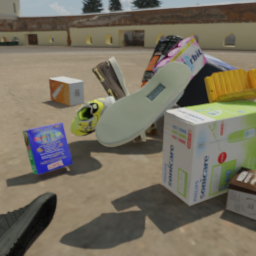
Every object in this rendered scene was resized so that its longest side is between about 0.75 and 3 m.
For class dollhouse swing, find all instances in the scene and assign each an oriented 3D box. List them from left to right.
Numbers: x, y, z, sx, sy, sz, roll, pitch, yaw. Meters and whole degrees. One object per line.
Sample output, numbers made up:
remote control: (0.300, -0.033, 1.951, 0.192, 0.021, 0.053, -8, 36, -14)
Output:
dollhouse swing: (2.590, -1.106, 6.779, 1.222, 1.111, 1.074, -9, -19, 8)

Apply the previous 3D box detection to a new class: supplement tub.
supplement tub: (1.180, -1.804, 8.577, 1.099, 1.793, 1.099, 30, -5, 3)

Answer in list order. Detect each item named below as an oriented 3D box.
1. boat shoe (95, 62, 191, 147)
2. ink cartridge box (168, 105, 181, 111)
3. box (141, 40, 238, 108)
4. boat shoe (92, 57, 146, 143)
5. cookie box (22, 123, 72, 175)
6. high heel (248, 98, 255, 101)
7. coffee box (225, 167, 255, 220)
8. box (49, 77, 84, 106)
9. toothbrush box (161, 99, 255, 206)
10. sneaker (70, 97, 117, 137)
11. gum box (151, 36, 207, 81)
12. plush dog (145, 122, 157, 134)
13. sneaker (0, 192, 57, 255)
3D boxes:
boat shoe: (0.332, -0.330, 5.132, 2.114, 0.753, 0.737, -41, 69, -13)
ink cartridge box: (2.079, -0.594, 11.057, 0.705, 0.405, 0.972, -6, 20, -17)
box: (2.645, -1.752, 10.334, 2.891, 1.796, 2.915, -6, 36, -48)
boat shoe: (-0.267, -0.768, 8.503, 0.831, 2.791, 1.003, -23, -9, 3)
cookie box: (-1.925, 0.490, 6.712, 0.901, 1.053, 0.396, -14, 2, -34)
high heel: (4.116, -1.522, 12.620, 2.873, 1.026, 2.048, -6, 24, 12)
coffee box: (2.710, 1.336, 5.201, 1.507, 0.601, 0.862, 13, 23, 34)
box: (-2.962, -1.785, 13.449, 0.847, 1.081, 1.738, -18, 26, -42)
toothbrush box: (1.987, 0.413, 6.127, 2.385, 1.737, 1.027, -9, 21, -26)
sneaker: (-1.153, -0.331, 7.759, 0.824, 0.813, 2.156, -3, -19, -39)
gum box: (1.157, -1.394, 6.107, 1.205, 0.684, 0.398, -46, 24, -23)
plush dog: (0.533, -0.092, 9.419, 0.890, 0.832, 1.036, 8, 46, -22)
sneaker: (-2.032, 1.595, 4.435, 1.060, 0.610, 2.032, 9, 24, 11)
